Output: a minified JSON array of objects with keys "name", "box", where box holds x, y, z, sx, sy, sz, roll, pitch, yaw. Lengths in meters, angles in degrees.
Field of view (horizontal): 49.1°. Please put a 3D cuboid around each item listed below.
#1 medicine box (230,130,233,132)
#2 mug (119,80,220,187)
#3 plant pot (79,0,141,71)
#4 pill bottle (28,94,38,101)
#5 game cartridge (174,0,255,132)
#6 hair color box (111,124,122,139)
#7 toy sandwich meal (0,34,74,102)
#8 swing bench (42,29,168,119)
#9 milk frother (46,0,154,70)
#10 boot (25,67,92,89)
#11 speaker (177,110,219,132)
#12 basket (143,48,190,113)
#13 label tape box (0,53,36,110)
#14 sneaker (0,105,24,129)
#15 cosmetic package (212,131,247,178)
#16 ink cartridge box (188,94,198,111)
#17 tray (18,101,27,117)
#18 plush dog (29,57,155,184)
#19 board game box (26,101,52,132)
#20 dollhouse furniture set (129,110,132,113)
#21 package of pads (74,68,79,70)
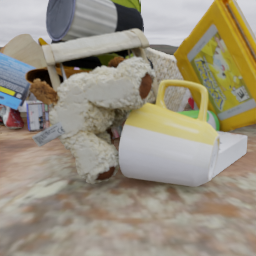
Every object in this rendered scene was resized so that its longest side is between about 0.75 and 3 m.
[{"name":"medicine box","box":[3.161,-1.335,7.981,2.279,1.288,2.502,-35,14,9]},{"name":"mug","box":[0.667,0.178,4.125,1.234,1.503,1.204,13,31,26]},{"name":"plant pot","box":[-0.806,-2.979,9.439,2.669,2.570,2.669,-3,-22,-1]},{"name":"pill bottle","box":[-2.220,-0.814,8.843,1.003,1.003,1.802,4,14,16]},{"name":"game cartridge","box":[1.842,-1.020,5.709,0.410,2.227,2.527,-25,-4,-12]},{"name":"hair color box","box":[-0.502,-0.402,6.934,0.447,0.739,1.478,-16,31,-2]},{"name":"toy sandwich meal","box":[-3.053,-2.037,9.650,2.675,2.675,0.916,-10,-16,-35]},{"name":"swing bench","box":[-0.583,-1.066,6.209,2.160,2.172,1.409,-16,0,-13]},{"name":"milk frother","box":[-0.632,-2.123,6.907,2.145,2.058,2.280,0,28,-42]},{"name":"boot","box":[-1.143,-1.097,7.373,2.632,0.926,1.884,7,8,9]},{"name":"speaker","box":[1.020,0.035,5.979,1.816,0.803,0.803,-6,16,-23]},{"name":"basket","box":[0.959,-1.401,8.490,1.437,1.786,1.770,16,19,-21]},{"name":"label tape box","box":[-3.400,-1.169,7.700,1.275,0.559,1.768,22,46,-15]},{"name":"sneaker","box":[-3.377,-0.282,7.817,0.691,0.654,1.681,-30,25,-14]},{"name":"cosmetic package","box":[1.611,0.426,5.193,0.655,0.402,1.587,13,19,38]},{"name":"ink cartridge box","box":[2.838,-1.226,10.733,1.757,0.839,2.002,2,14,6]},{"name":"tray","box":[-3.346,-0.672,9.801,1.188,0.245,2.212,-2,15,-3]},{"name":"plush dog","box":[-0.514,-0.355,4.580,1.592,1.984,1.704,25,15,8]},{"name":"board game box","box":[-2.203,-0.348,7.510,0.938,0.748,0.454,-6,15,-24]},{"name":"dollhouse furniture set","box":[0.080,-0.824,5.562,0.383,0.991,0.495,-17,22,-10]},{"name":"package of pads","box":[-1.383,-1.800,11.558,0.973,1.549,2.571,-9,18,-34]}]
